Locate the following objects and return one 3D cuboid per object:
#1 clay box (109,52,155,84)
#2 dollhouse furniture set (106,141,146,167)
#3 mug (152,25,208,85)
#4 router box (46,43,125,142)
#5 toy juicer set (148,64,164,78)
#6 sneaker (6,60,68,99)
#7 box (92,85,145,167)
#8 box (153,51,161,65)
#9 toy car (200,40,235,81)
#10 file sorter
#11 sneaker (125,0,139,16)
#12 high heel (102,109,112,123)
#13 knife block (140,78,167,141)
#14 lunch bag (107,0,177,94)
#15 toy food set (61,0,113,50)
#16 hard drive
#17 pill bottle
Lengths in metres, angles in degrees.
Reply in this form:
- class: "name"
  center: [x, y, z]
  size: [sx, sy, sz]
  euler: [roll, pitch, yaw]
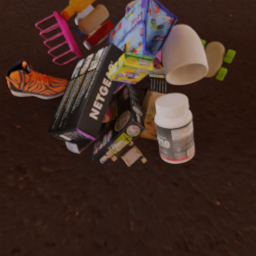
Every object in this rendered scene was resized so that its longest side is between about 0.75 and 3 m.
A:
- class: "clay box"
  center: [0.066, -1.296, 6.172]
  size: [0.671, 1.168, 0.278]
  euler: [7, 80, -20]
- class: "dollhouse furniture set"
  center: [-0.011, 0.727, 6.859]
  size: [0.697, 0.399, 0.818]
  euler: [-40, 98, -11]
- class: "mug"
  center: [1.578, -2.441, 9.408]
  size: [1.892, 1.397, 1.659]
  euler: [-13, 70, 17]
- class: "router box"
  center: [-1.172, -0.904, 7.767]
  size: [1.916, 0.656, 2.569]
  euler: [-6, 60, 53]
- class: "toy juicer set"
  center: [1.097, -2.167, 11.005]
  size: [0.725, 0.310, 1.140]
  euler: [15, 41, -14]
- class: "sneaker"
  center: [-3.270, -1.748, 10.027]
  size: [2.232, 1.251, 0.866]
  euler: [-3, 50, -3]
- class: "box"
  center: [-0.321, -0.127, 8.152]
  size: [0.467, 1.689, 2.108]
  euler: [34, 26, -24]
- class: "box"
  center: [0.553, -3.078, 11.000]
  size: [1.313, 0.722, 1.493]
  euler: [-17, 54, 31]
- class: "toy car"
  center: [3.140, -2.600, 10.434]
  size: [1.311, 1.259, 1.596]
  euler: [24, 26, 12]
- class: "file sorter"
  center: [-2.238, -2.805, 9.017]
  size: [0.831, 0.921, 1.325]
  euler: [-26, 89, 6]
- class: "sneaker"
  center: [-0.051, -3.650, 10.219]
  size: [0.873, 1.374, 2.409]
  euler: [41, 92, 25]
- class: "high heel"
  center: [-0.711, -0.732, 8.639]
  size: [0.941, 0.661, 1.961]
  euler: [-24, 25, -20]
- class: "knife block"
  center: [0.749, -0.627, 8.508]
  size: [0.574, 1.794, 1.575]
  euler: [12, 5, -6]
- class: "lunch bag"
  center: [0.187, -2.305, 8.622]
  size: [1.365, 2.184, 2.901]
  euler: [32, 49, -24]
- class: "toy food set"
  center: [-1.492, -3.673, 10.144]
  size: [1.313, 2.919, 1.393]
  euler: [-43, 96, -7]
- class: "hard drive"
  center: [-1.384, 0.298, 8.314]
  size: [0.951, 0.298, 1.410]
  euler: [-40, 19, -17]
- class: "pill bottle"
  center: [1.179, 0.016, 7.170]
  size: [0.928, 1.629, 0.928]
  euler: [-9, 31, 6]
